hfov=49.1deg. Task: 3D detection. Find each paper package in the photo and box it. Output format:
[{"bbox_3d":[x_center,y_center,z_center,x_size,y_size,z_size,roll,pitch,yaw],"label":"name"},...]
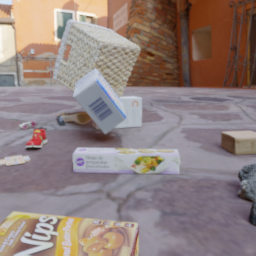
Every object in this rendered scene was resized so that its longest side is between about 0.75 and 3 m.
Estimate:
[{"bbox_3d":[3.847,0.477,9.409,1.131,0.585,1.078,-2,12,-8],"label":"paper package"}]

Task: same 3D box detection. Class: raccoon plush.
[{"bbox_3d":[2.741,0.994,5.851,0.572,1.183,0.793,32,17,7],"label":"raccoon plush"}]

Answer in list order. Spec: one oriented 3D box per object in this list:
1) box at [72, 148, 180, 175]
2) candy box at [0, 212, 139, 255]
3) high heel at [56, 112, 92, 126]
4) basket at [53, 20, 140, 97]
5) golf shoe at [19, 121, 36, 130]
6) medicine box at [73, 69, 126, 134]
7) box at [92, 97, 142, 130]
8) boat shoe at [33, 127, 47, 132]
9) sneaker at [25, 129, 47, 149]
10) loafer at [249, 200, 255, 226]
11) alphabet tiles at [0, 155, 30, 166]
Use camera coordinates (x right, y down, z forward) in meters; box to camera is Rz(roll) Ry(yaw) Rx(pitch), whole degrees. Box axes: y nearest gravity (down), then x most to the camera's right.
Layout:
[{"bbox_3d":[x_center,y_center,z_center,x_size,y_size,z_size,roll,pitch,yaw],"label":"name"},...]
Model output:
[{"bbox_3d":[-0.042,0.880,7.486,2.804,0.543,0.581,1,11,4],"label":"box"},{"bbox_3d":[-0.892,1.658,3.618,1.942,0.537,1.121,3,13,9],"label":"candy box"},{"bbox_3d":[-2.728,-0.614,14.460,1.908,0.681,1.360,-13,21,-17],"label":"high heel"},{"bbox_3d":[-1.391,-2.946,12.650,2.271,2.799,2.824,37,28,29],"label":"basket"},{"bbox_3d":[-4.714,-0.141,13.171,0.412,0.339,0.900,2,10,26],"label":"golf shoe"},{"bbox_3d":[-1.037,-1.038,10.357,1.004,1.776,1.950,-35,23,10],"label":"medicine box"},{"bbox_3d":[-0.563,-0.754,13.425,2.245,1.396,1.094,-3,11,-19],"label":"box"},{"bbox_3d":[-3.872,0.053,12.394,0.281,0.239,0.840,4,12,21],"label":"boat shoe"},{"bbox_3d":[-3.269,0.365,9.900,0.551,0.608,1.432,0,11,-2],"label":"sneaker"},{"bbox_3d":[2.703,1.479,4.864,1.132,0.409,0.412,0,10,-3],"label":"loafer"},{"bbox_3d":[-3.362,0.971,8.287,0.834,0.061,0.816,-6,12,-28],"label":"alphabet tiles"}]
